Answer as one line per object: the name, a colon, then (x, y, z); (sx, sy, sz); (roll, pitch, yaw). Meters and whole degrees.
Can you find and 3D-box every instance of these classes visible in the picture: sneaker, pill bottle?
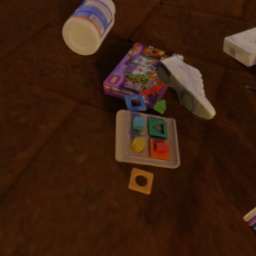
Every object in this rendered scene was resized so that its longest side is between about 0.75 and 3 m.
sneaker: (1.737, -1.201, 7.792); (0.952, 0.815, 2.186); (-31, 77, -19)
pill bottle: (-1.305, -3.849, 10.192); (1.356, 1.356, 2.420); (11, 48, 10)

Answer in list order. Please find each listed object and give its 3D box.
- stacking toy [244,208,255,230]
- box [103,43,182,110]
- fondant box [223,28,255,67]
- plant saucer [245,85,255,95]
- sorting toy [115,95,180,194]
stacking toy: (2.770, 2.059, 5.473); (0.427, 0.427, 1.000); (-26, 60, -22)
box: (0.521, -1.721, 8.826); (1.667, 0.476, 2.436); (18, 50, 16)
fondant box: (4.493, -2.880, 9.657); (1.879, 0.547, 1.356); (-21, 44, -11)
plant saucer: (4.044, -1.055, 8.095); (1.262, 0.231, 1.262); (2, 14, -1)
sorting toy: (0.489, 0.218, 6.784); (1.545, 0.374, 2.744); (7, 57, -12)
